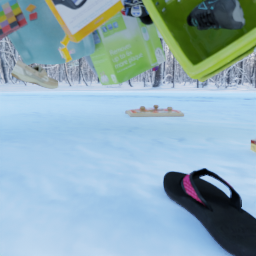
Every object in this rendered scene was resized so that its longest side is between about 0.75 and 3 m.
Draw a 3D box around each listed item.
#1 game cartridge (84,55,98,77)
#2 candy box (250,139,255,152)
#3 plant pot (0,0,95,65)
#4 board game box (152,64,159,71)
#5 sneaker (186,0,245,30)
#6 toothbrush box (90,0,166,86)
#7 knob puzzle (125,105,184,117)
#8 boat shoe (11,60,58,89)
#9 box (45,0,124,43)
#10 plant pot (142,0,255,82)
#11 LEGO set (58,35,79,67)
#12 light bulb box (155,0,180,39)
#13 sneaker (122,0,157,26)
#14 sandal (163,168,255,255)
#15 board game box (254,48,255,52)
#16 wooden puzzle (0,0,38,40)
[{"bbox_3d":[-1.076,-2.978,10.469,1.284,1.926,0.390,-22,9,-8],"label":"game cartridge"},{"bbox_3d":[2.854,0.359,5.327,0.853,0.236,0.493,-1,8,-2],"label":"candy box"},{"bbox_3d":[-2.529,-2.990,7.935,1.949,2.909,2.909,-32,17,-12],"label":"plant pot"},{"bbox_3d":[1.146,-3.440,11.657,0.303,1.878,1.127,1,-5,-1],"label":"board game box"},{"bbox_3d":[1.998,-2.564,6.562,0.854,0.812,2.154,-26,22,8],"label":"sneaker"},{"bbox_3d":[-0.289,-3.097,9.058,2.095,2.878,1.239,-31,19,-26],"label":"toothbrush box"},{"bbox_3d":[1.097,-0.809,12.188,2.721,0.377,2.721,0,9,0],"label":"knob puzzle"},{"bbox_3d":[-1.302,-0.771,4.089,0.290,0.261,0.804,30,11,31],"label":"boat shoe"},{"bbox_3d":[-1.195,-3.149,5.682,1.413,2.374,0.492,-41,35,-13],"label":"box"},{"bbox_3d":[2.204,-2.790,7.203,2.567,2.554,2.329,-31,-12,18],"label":"plant pot"},{"bbox_3d":[-1.428,-1.943,6.576,0.458,0.995,0.370,-11,25,-26],"label":"LEGO set"},{"bbox_3d":[1.841,-3.977,9.985,2.370,1.479,2.349,8,11,-31],"label":"light bulb box"},{"bbox_3d":[0.347,-3.669,7.423,1.103,1.252,2.809,11,-5,24],"label":"sneaker"},{"bbox_3d":[0.850,0.682,2.866,0.631,0.378,1.679,-2,9,-13],"label":"sandal"},{"bbox_3d":[2.699,-1.701,4.570,1.095,0.142,1.095,-42,5,-41],"label":"board game box"},{"bbox_3d":[-2.533,-2.202,5.724,1.401,0.831,0.098,-30,-28,-1],"label":"wooden puzzle"}]
